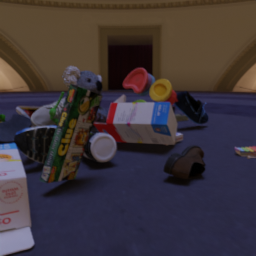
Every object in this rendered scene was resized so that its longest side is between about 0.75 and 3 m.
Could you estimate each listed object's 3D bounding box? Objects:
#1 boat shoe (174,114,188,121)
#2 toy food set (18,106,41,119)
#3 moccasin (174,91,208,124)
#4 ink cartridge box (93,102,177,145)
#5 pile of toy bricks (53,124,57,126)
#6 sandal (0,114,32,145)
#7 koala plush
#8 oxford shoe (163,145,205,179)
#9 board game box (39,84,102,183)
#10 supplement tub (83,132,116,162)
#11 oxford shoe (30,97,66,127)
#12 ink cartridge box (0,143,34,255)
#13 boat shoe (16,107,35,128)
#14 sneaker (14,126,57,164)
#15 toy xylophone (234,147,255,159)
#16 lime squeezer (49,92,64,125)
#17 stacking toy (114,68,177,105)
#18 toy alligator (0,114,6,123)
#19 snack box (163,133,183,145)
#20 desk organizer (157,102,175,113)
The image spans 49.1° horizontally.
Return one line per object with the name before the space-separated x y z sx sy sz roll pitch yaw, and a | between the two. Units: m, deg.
boat shoe | 2.712 -0.536 14.841 1.032 0.368 0.311 3 5 -27
toy food set | -4.233 -0.552 13.153 1.501 0.833 2.551 2 2 -7
moccasin | 2.945 -0.830 12.363 2.340 0.941 0.798 26 -39 -37
ink cartridge box | 0.259 -0.136 9.276 2.487 0.836 1.445 2 -27 21
pile of toy bricks | -3.031 -0.346 12.118 1.875 0.926 1.040 -7 12 -35
sandal | -4.068 0.202 9.914 1.112 0.626 2.924 24 11 -7
koala plush | -1.655 -1.157 11.057 2.243 2.441 2.165 -17 -14 39
oxford shoe | 1.525 0.881 6.684 0.728 0.626 1.724 25 23 27
board game box | -1.143 0.152 5.804 0.232 1.977 1.036 20 4 25
supplement tub | -0.872 0.501 7.590 0.757 0.757 1.235 -5 3 -25
oxford shoe | -2.920 -0.714 11.481 2.381 0.895 0.687 -31 -5 -43
ink cartridge box | -2.466 1.029 4.526 1.510 0.890 2.624 -6 14 -26
boat shoe | -4.210 -0.306 11.471 0.413 1.237 0.455 -45 1 -7
sneaker | -2.176 0.387 7.689 1.094 0.953 2.432 12 2 27
toy xylophone | 3.635 0.716 8.275 0.863 0.217 0.632 -2 11 -11
lime squeezer | -2.582 -0.401 10.303 0.338 1.792 0.633 18 30 38
stacking toy | 0.703 -1.177 11.587 2.377 2.152 1.004 42 7 40
toy alligator | -6.129 -0.182 11.665 2.819 0.765 0.836 -8 13 -38
snack box | 1.016 0.248 10.559 0.775 0.262 2.157 -15 17 -33
desk organizer | 0.718 -0.509 12.804 2.860 1.026 1.101 -8 18 -33
